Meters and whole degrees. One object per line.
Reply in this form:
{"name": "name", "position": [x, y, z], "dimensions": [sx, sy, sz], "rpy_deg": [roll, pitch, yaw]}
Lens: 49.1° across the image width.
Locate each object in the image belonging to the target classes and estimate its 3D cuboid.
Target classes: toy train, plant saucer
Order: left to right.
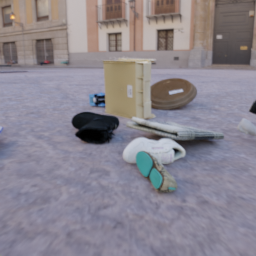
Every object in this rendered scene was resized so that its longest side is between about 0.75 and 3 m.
{"name": "toy train", "position": [-1.137, -1.516, 14.551], "dimensions": [1.785, 0.774, 1.020], "rpy_deg": [-11, 12, -36]}
{"name": "plant saucer", "position": [2.122, -1.830, 14.272], "dimensions": [2.704, 0.398, 2.704], "rpy_deg": [-10, 36, 7]}

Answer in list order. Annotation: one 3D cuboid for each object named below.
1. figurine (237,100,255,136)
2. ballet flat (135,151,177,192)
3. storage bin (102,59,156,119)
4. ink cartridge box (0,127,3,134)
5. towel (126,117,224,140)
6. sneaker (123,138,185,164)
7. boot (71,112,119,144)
{"name": "figurine", "position": [3.973, -0.105, 8.304], "dimensions": [1.088, 1.115, 0.480], "rpy_deg": [33, -9, 20]}
{"name": "ballet flat", "position": [0.617, 0.955, 5.998], "dimensions": [0.546, 0.492, 1.449], "rpy_deg": [18, 12, -24]}
{"name": "storage bin", "position": [0.093, -1.713, 12.036], "dimensions": [2.391, 2.408, 1.129], "rpy_deg": [14, 22, 43]}
{"name": "ink cartridge box", "position": [-4.872, 0.224, 7.028], "dimensions": [2.791, 0.604, 2.741], "rpy_deg": [22, 14, -20]}
{"name": "towel", "position": [1.397, 0.004, 8.582], "dimensions": [2.220, 0.398, 2.305], "rpy_deg": [2, 7, -40]}
{"name": "sneaker", "position": [0.667, 0.584, 6.916], "dimensions": [1.612, 0.603, 0.803], "rpy_deg": [-7, 17, -23]}
{"name": "boot", "position": [-1.247, 0.008, 9.071], "dimensions": [1.856, 0.687, 1.521], "rpy_deg": [4, 20, 14]}
